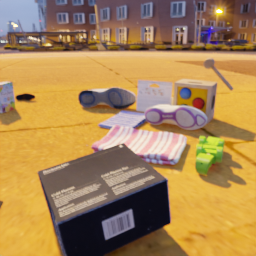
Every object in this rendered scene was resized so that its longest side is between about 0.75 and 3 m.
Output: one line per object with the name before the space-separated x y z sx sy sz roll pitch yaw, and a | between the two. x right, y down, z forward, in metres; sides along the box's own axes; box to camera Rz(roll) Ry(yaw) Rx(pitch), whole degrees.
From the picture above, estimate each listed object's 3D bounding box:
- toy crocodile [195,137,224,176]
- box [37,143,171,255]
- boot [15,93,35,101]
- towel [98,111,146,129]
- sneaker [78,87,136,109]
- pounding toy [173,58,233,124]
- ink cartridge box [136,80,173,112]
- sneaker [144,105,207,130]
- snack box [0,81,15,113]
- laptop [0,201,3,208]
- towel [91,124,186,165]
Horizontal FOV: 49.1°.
toy crocodile | 2.404 0.725 8.248 0.736 0.673 2.181 7 16 20
box | -0.509 1.328 5.425 2.004 1.043 1.825 -17 25 -20
boot | -5.594 -1.766 15.472 1.116 0.417 0.541 0 22 7
towel | -0.106 -0.329 11.677 1.485 0.245 2.051 9 21 25
sneaker | -0.984 -1.586 14.085 2.932 1.092 1.277 5 15 13
pounding toy | 3.116 -1.568 11.659 2.253 2.565 1.173 11 22 27
ink cartridge box | 1.229 -1.423 12.898 1.683 1.461 0.366 8 15 22
sneaker | 1.981 -0.590 11.356 2.517 0.942 1.254 10 22 26
snack box | -5.796 -1.443 13.166 0.354 1.335 0.949 7 20 15
laptop | -3.230 1.809 5.948 0.806 0.467 0.755 -30 21 2
towel | 0.431 0.489 9.122 2.733 0.409 2.000 6 21 17
